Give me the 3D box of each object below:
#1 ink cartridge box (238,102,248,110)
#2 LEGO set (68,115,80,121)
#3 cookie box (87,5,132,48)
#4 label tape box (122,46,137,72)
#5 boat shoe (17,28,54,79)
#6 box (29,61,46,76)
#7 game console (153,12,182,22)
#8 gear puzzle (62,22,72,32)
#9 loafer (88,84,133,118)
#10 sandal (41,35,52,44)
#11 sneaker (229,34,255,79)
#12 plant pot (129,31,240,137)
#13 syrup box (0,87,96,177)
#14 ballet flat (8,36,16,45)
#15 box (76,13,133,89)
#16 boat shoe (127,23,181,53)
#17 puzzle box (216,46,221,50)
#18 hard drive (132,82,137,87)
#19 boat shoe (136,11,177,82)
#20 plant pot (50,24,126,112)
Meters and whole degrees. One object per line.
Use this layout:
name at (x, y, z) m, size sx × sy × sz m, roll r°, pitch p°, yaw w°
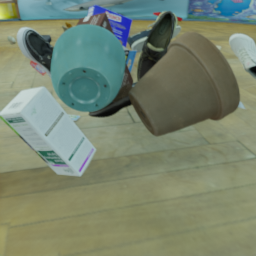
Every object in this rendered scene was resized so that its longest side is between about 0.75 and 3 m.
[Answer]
ink cartridge box at (3.399, -0.754, 8.809) m, size 0.837 × 0.198 × 0.670 m, roll 12°, pitch 9°, yaw -17°
LEGO set at (-3.584, -0.484, 11.970) m, size 2.534 × 0.622 × 1.893 m, roll 8°, pitch 25°, yaw 14°
cookie box at (-1.077, -4.253, 13.333) m, size 2.040 × 2.385 × 0.896 m, roll 10°, pitch 8°, yaw -31°
label tape box at (-0.687, -2.811, 11.701) m, size 1.821 × 1.305 × 0.602 m, roll -7°, pitch 47°, yaw -28°
boat shoe at (-2.844, -2.546, 10.298) m, size 0.948 × 2.863 × 1.001 m, roll 8°, pitch 65°, yaw 22°
box at (-3.874, -2.999, 12.798) m, size 0.793 × 0.860 × 1.676 m, roll -50°, pitch 18°, yaw -13°
game console at (1.621, -4.566, 11.473) m, size 1.046 × 0.162 × 0.925 m, roll 8°, pitch 22°, yaw -17°
gear puzzle at (-2.093, -3.471, 10.446) m, size 0.830 × 1.602 × 0.210 m, roll 44°, pitch 80°, yaw 8°
loafer at (-0.496, -0.850, 8.971) m, size 1.882 × 0.668 × 0.687 m, roll -22°, pitch -14°, yaw 25°
sandal at (-3.727, -3.511, 11.606) m, size 0.919 × 0.517 × 2.416 m, roll -23°, pitch 28°, yaw -20°
sneaker at (4.011, -2.366, 9.344) m, size 0.684 × 1.757 × 0.873 m, roll -35°, pitch 17°, yaw 40°
plant pot at (1.251, -0.933, 7.463) m, size 2.184 × 2.504 × 2.504 m, roll -31°, pitch 34°, yaw -5°
syrup box at (-1.859, 0.170, 6.813) m, size 0.893 × 2.269 × 0.924 m, roll -2°, pitch 45°, yaw 37°
ballet flat at (-4.894, -3.700, 11.838) m, size 0.264 × 0.264 × 0.759 m, roll -7°, pitch 3°, yaw -13°
box at (-0.782, -2.084, 9.134) m, size 1.036 × 2.765 × 1.385 m, roll -6°, pitch 47°, yaw 23°
boat shoe at (1.176, -4.215, 12.762) m, size 2.533 × 0.948 × 0.783 m, roll -26°, pitch 67°, yaw -4°
puzzle box at (2.795, -1.856, 9.699) m, size 0.218 × 1.716 × 1.141 m, roll 19°, pitch 36°, yaw 18°
hard drive at (0.751, -1.971, 14.997) m, size 1.327 × 0.313 × 1.902 m, roll -24°, pitch 37°, yaw -38°
boat shoe at (0.913, -2.774, 9.914) m, size 1.014 × 2.770 × 0.898 m, roll 20°, pitch 15°, yaw 8°
plant pot at (-1.019, -1.326, 7.017) m, size 1.974 × 1.974 × 1.584 m, roll -1°, pitch 40°, yaw -2°
